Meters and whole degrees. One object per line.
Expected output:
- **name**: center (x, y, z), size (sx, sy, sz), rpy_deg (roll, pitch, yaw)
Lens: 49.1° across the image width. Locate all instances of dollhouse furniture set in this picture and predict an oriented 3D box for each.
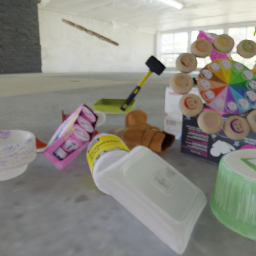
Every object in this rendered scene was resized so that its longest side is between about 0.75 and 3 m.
- **dollhouse furniture set**: center (-1.981, -0.050, 11.393), size (1.331, 1.006, 2.473), rpy_deg (-4, 16, -14)

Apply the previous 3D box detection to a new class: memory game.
- **memory game**: center (2.158, -0.962, 5.972), size (2.561, 2.561, 0.163), rpy_deg (0, -20, -1)
- **memory game**: center (-1.342, -3.426, 10.123), size (2.239, 0.143, 2.239), rpy_deg (22, 14, -6)

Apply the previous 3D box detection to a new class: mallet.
- **mallet**: center (0.517, -1.412, 9.584), size (0.711, 2.159, 0.444), rpy_deg (30, -1, -9)

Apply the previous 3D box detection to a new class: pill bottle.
- **pill bottle**: center (-0.521, 0.862, 7.784), size (1.186, 1.186, 2.131), rpy_deg (-4, 16, -14)

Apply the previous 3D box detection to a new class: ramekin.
- **ramekin**: center (3.066, 1.329, 6.099), size (2.384, 1.164, 2.384), rpy_deg (0, 15, 0)

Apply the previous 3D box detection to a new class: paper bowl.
- **paper bowl**: center (-3.759, 0.808, 8.139), size (2.087, 1.085, 2.087), rpy_deg (0, 15, 0)

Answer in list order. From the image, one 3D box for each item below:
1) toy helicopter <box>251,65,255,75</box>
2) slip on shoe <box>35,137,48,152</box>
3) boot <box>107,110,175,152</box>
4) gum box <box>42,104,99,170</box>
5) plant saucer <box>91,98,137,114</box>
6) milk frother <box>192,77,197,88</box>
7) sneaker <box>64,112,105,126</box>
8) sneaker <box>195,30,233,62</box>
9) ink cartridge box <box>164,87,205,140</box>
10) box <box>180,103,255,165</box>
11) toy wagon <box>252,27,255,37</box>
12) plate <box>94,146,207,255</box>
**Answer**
- **toy helicopter**: center (4.625, -1.715, 9.908), size (1.125, 1.701, 0.671), rpy_deg (-5, 20, -35)
- **slip on shoe**: center (-3.401, 0.580, 10.209), size (1.435, 0.439, 0.531), rpy_deg (11, 17, 30)
- **boot**: center (0.749, 0.085, 10.642), size (2.204, 1.088, 2.838), rpy_deg (6, 19, 28)
- **gum box**: center (-1.805, 0.223, 9.141), size (1.349, 0.786, 2.377), rpy_deg (-41, 16, 15)
- **plant saucer**: center (-0.749, -1.267, 16.623), size (2.365, 0.566, 2.361), rpy_deg (2, 16, 7)
- **milk frother**: center (2.587, -1.791, 12.037), size (0.751, 0.678, 0.706), rpy_deg (0, 42, 35)
- **sneaker**: center (-2.139, -0.442, 13.438), size (1.983, 0.719, 1.131), rpy_deg (-11, 16, -34)
- **sneaker**: center (4.001, -3.517, 12.359), size (0.995, 0.918, 2.256), rpy_deg (-19, 68, -26)
- **ink cartridge box**: center (2.322, -0.601, 11.355), size (1.506, 2.084, 0.882), rpy_deg (13, 20, 39)
- **box**: center (3.442, 0.241, 9.127), size (2.915, 1.673, 1.926), rpy_deg (16, 21, 42)
- **toy wagon**: center (4.367, -2.543, 8.242), size (0.343, 1.344, 1.732), rpy_deg (-18, 46, -10)
- **plate**: center (0.658, 1.255, 6.020), size (2.156, 0.349, 2.161), rpy_deg (38, 27, 14)
